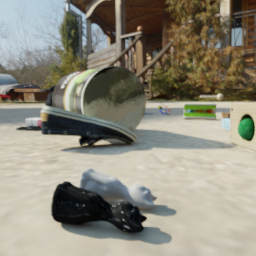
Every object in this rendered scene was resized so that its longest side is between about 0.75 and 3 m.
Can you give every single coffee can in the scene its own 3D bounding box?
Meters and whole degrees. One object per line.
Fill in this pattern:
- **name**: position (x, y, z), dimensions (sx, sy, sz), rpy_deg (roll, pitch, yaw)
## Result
- **coffee can**: position (-0.995, -0.823, 8.742), dimensions (1.993, 1.993, 2.723), rpy_deg (-4, 9, -31)

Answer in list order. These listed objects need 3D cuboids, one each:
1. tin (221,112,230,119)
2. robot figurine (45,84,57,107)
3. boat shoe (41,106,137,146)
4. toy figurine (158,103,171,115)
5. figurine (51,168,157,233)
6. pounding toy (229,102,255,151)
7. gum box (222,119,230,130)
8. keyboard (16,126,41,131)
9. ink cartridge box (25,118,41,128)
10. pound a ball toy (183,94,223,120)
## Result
- **tin**: position (5.492, -0.601, 13.943), dimensions (1.652, 0.346, 0.925), rpy_deg (1, 11, 5)
- **robot figurine**: position (-3.704, -1.661, 16.222), dimensions (2.235, 1.394, 1.679), rpy_deg (-27, -14, 9)
- **boat shoe**: position (-0.936, 0.097, 6.709), dimensions (2.360, 0.735, 0.881), rpy_deg (14, -4, -18)
- **toy figurine**: position (2.070, -1.055, 16.724), dimensions (0.892, 0.471, 0.535), rpy_deg (34, 43, 19)
- **figurine**: position (-0.174, 0.759, 2.919), dimensions (0.894, 0.395, 0.917), rpy_deg (10, 9, 16)
- **pounding toy**: position (3.294, -0.251, 6.276), dimensions (2.079, 1.478, 1.914), rpy_deg (-1, 7, -8)
- **gum box**: position (4.080, -0.076, 9.503), dimensions (1.311, 0.344, 1.543), rpy_deg (0, 7, -1)
- **keyboard**: position (-3.383, 0.021, 9.769), dimensions (0.929, 0.096, 0.590), rpy_deg (3, 14, 18)
- **ink cartridge box**: position (-3.322, -0.178, 10.394), dimensions (0.790, 0.327, 0.579), rpy_deg (3, 8, 26)
- **pound a ball toy**: position (3.620, -1.006, 13.589), dimensions (1.813, 1.182, 0.770), rpy_deg (1, -2, 13)
